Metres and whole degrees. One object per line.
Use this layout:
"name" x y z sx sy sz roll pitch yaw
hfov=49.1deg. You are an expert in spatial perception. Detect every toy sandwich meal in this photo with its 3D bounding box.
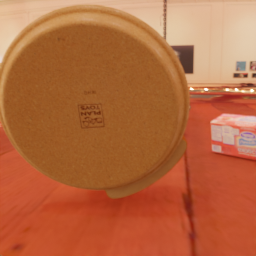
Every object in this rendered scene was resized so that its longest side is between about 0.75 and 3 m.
"toy sandwich meal" -0.399 -0.294 4.113 2.928 2.928 1.003 0 23 2

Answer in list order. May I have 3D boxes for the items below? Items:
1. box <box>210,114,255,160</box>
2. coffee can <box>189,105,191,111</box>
"box" 2.951 0.208 6.843 1.657 0.850 0.785 8 26 43
"coffee can" 2.369 -1.054 12.559 0.580 0.580 0.793 14 -23 52
